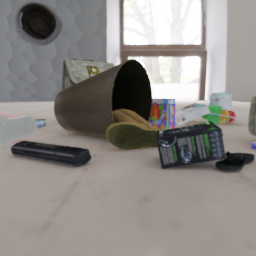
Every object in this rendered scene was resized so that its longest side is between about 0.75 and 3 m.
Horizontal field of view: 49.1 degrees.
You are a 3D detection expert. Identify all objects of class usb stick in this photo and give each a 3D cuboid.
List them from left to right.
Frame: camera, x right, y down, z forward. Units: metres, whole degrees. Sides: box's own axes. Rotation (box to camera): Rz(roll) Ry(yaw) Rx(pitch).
[{"bbox_3d":[-1.687,0.528,5.957,2.015,0.329,0.559,5,16,31],"label":"usb stick"}]

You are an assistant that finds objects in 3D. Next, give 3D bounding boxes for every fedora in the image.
[{"bbox_3d":[-3.013,-3.486,9.599,1.650,1.460,0.745,33,-3,-2],"label":"fedora"}]

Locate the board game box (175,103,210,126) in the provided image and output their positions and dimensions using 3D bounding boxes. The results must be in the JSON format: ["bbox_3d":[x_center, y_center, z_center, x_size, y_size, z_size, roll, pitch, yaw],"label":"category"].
[{"bbox_3d":[2.731,-0.673,12.961,1.471,0.403,2.331,-22,6,4],"label":"board game box"}]

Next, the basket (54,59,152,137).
[{"bbox_3d":[-0.921,-0.753,9.114,2.829,2.551,1.924,-4,-24,39],"label":"basket"}]

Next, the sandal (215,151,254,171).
[{"bbox_3d":[2.090,0.584,5.509,0.487,0.310,1.296,5,10,40],"label":"sandal"}]

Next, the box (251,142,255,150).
[{"bbox_3d":[3.550,0.447,7.106,0.920,0.191,0.548,-3,8,-39],"label":"box"}]

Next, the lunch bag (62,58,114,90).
[{"bbox_3d":[-1.792,-1.754,13.182,2.453,2.991,1.758,-3,8,-29],"label":"lunch bag"}]

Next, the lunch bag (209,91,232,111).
[{"bbox_3d":[5.444,-1.414,16.490,0.702,1.462,1.823,8,12,43],"label":"lunch bag"}]

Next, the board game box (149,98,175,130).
[{"bbox_3d":[0.712,-0.389,9.463,1.835,1.234,0.411,6,9,42],"label":"board game box"}]

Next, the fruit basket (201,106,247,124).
[{"bbox_3d":[4.337,-0.483,12.778,1.826,0.856,1.691,16,7,-3],"label":"fruit basket"}]

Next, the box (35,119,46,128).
[{"bbox_3d":[-4.380,-0.178,11.405,1.690,0.318,1.154,1,7,6],"label":"box"}]

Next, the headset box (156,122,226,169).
[{"bbox_3d":[1.258,0.313,5.659,1.296,0.601,1.128,-10,6,9],"label":"headset box"}]

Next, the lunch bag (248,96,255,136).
[{"bbox_3d":[4.401,-0.265,7.593,1.968,1.371,1.651,6,2,7],"label":"lunch bag"}]

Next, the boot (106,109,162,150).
[{"bbox_3d":[-0.111,-0.042,7.781,1.773,0.669,2.024,10,14,-29],"label":"boot"}]

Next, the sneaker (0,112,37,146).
[{"bbox_3d":[-3.827,-0.003,7.828,1.274,0.918,2.438,3,3,20],"label":"sneaker"}]
